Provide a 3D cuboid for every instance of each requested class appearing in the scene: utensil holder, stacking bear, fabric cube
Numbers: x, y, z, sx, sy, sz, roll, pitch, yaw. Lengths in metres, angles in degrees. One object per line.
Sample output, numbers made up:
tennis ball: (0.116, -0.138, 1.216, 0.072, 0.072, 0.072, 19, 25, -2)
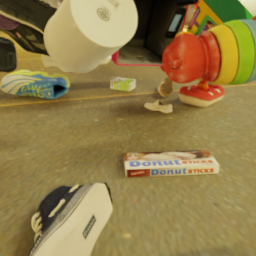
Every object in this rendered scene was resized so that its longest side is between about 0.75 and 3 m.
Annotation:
utensil holder: (-0.686, -1.709, 4.845, 1.224, 1.224, 1.440, -14, 3, -29)
stacking bear: (2.107, -1.690, 6.343, 2.718, 1.546, 1.650, -10, 13, -5)
fabric cube: (0.356, -4.134, 11.145, 2.667, 2.617, 2.659, -5, 32, -27)

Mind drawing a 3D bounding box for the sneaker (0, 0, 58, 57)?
sneaker: (-2.048, -2.287, 6.964, 2.864, 1.254, 1.085, 33, 62, -13)

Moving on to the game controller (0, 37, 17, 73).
game controller: (-4.157, -2.117, 7.667, 2.122, 1.107, 0.447, 1, -14, -35)

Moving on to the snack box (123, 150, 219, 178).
snack box: (0.997, 0.847, 6.763, 2.175, 0.264, 0.782, -2, 25, -4)

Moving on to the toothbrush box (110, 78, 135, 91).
toothbrush box: (-0.235, -2.003, 12.832, 0.964, 0.415, 0.702, 10, 26, 24)

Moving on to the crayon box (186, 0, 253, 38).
crayon box: (3.002, -2.800, 8.606, 0.777, 2.299, 2.665, -43, 0, 3)

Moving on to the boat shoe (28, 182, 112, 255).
boat shoe: (-1.160, 1.720, 4.416, 1.077, 0.867, 2.323, -6, 20, 25)

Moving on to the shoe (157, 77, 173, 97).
shoe: (1.625, -1.698, 12.234, 0.599, 0.457, 1.713, 34, 32, -3)

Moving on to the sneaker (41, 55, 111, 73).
sneaker: (-1.872, -2.503, 9.969, 2.477, 1.231, 0.965, 3, 56, -13)

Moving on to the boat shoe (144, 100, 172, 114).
boat shoe: (1.115, -0.839, 10.315, 1.110, 0.385, 0.393, 14, 28, 27)

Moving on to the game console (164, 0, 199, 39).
game console: (1.785, -3.826, 9.197, 0.230, 1.907, 1.125, 21, 11, -24)

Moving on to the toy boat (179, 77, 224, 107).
toy boat: (2.885, -1.626, 10.911, 1.312, 1.314, 2.010, 22, 33, 40)

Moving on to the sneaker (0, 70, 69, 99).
sneaker: (-3.743, -1.748, 11.511, 2.782, 1.054, 1.461, -9, 27, -22)
